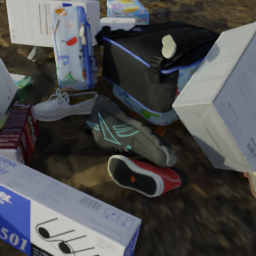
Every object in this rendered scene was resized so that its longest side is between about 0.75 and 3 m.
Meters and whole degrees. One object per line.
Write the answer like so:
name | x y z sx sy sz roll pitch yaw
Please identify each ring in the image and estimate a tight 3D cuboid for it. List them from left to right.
ring | 0.402 -0.084 7.559 1.232 0.118 1.232 0 44 0

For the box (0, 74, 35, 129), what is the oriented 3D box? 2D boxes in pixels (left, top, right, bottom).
box | -3.994 -0.810 8.095 1.653 0.416 2.291 9 46 9

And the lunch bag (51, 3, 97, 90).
lunch bag | -1.419 -2.145 7.704 1.020 2.163 2.699 -5 8 -6

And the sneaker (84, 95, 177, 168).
sneaker | -0.045 0.253 6.580 2.768 1.043 1.097 36 90 41

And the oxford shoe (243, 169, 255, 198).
oxford shoe | 2.891 1.115 5.992 0.501 0.522 1.415 -9 44 -10

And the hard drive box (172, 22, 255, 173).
hard drive box | 2.447 -0.684 6.272 1.010 2.049 2.629 1 46 52

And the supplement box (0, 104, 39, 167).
supplement box | -2.563 0.272 6.568 0.507 0.907 1.666 -1 43 -3

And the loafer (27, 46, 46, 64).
loafer | -3.024 -2.470 9.507 0.473 0.510 1.357 36 12 -19

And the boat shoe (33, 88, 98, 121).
boat shoe | -1.715 -0.711 7.668 1.877 0.800 0.693 -7 53 -9

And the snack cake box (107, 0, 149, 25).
snack cake box | -0.064 -4.710 11.786 1.361 0.795 2.367 -7 39 -9

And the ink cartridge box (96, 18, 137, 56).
ink cartridge box | -0.262 -2.628 8.970 1.160 1.598 0.666 5 58 11

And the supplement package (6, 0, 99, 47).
supplement package | -2.626 -3.874 10.229 2.853 1.563 1.623 8 28 8

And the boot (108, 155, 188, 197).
boot | 0.433 0.991 6.203 1.194 0.599 1.654 -2 14 -44

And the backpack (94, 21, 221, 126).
backpack | 1.031 -1.661 7.696 2.955 2.171 2.704 -28 50 -31

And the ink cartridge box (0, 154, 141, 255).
ink cartridge box | -1.312 1.602 4.731 2.911 1.369 0.644 21 30 17

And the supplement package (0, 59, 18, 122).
supplement package | -3.814 -0.697 6.601 1.345 1.341 2.294 -6 44 8

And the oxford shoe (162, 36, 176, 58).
oxford shoe | 0.877 -1.682 5.915 0.301 0.231 0.801 -19 38 18
